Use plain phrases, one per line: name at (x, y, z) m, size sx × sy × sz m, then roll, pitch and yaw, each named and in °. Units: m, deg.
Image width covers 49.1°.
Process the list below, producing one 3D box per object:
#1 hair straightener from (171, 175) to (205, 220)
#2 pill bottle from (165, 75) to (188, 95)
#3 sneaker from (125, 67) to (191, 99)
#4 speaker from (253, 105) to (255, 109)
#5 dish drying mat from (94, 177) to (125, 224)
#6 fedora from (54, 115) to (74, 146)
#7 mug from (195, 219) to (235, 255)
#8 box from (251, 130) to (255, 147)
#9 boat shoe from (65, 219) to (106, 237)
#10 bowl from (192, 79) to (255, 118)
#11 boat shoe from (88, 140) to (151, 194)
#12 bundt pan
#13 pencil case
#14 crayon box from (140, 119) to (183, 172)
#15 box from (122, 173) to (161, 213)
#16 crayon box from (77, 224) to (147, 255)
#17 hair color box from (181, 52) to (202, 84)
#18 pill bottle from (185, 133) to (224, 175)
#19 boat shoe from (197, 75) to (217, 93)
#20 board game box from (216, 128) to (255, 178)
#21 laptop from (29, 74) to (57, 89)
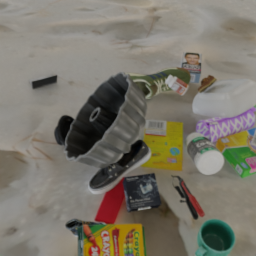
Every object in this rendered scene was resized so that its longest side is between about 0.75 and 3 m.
hair straightener at (1.443, 1.807, 7.287) m, size 0.262 × 0.493 × 1.280 m, roll -15°, pitch 66°, yaw -47°
pill bottle at (1.823, -1.619, 10.525) m, size 0.809 × 0.454 × 0.454 m, roll 34°, pitch 48°, yaw -4°
sneaker at (1.044, -1.638, 11.138) m, size 2.985 × 1.001 × 1.340 m, roll -3°, pitch 35°, yaw 4°
speaker at (5.662, -0.493, 10.193) m, size 0.911 × 0.911 × 2.060 m, roll -27°, pitch 50°, yaw -25°
dish drying mat at (-0.423, 2.052, 8.084) m, size 0.596 × 0.141 × 1.552 m, roll 5°, pitch 43°, yaw 20°
fedora at (-2.169, 0.187, 9.629) m, size 0.555 × 1.214 × 1.214 m, roll -20°, pitch 36°, yaw 29°
mug at (2.075, 2.816, 6.987) m, size 1.034 × 0.639 × 0.849 m, roll -4°, pitch 45°, yaw -4°
box at (4.503, -0.586, 8.547) m, size 0.506 × 2.614 × 0.542 m, roll 6°, pitch 14°, yaw -28°
boat shoe at (-1.070, 2.493, 6.985) m, size 1.076 × 0.489 × 0.381 m, roll -18°, pitch 40°, yaw 29°
bowl at (3.592, -1.192, 10.349) m, size 2.120 × 0.791 × 2.117 m, roll -30°, pitch 22°, yaw -24°
boat shoe at (-0.315, 1.097, 8.300) m, size 2.187 × 0.725 × 0.765 m, roll -32°, pitch 44°, yaw -4°
bundt pan at (-0.550, -0.100, 8.046) m, size 1.098 × 2.926 × 2.926 m, roll 36°, pitch 37°, yaw -27°
pencil case at (3.408, -0.142, 9.817) m, size 2.133 × 0.912 × 0.895 m, roll -18°, pitch 48°, yaw -19°
crayon box at (1.122, 0.651, 9.249) m, size 1.319 × 0.528 × 2.078 m, roll 6°, pitch 46°, yaw 6°
box at (0.368, 1.819, 7.871) m, size 0.894 × 0.534 × 0.909 m, roll -7°, pitch 65°, yaw -10°
crayon box at (-0.261, 2.812, 6.446) m, size 1.770 × 0.449 × 1.123 m, roll 8°, pitch 63°, yaw -26°
hair color box at (2.860, -2.771, 12.765) m, size 0.871 × 0.533 × 1.759 m, roll 8°, pitch 44°, yaw 9°
pill bottle at (2.314, 0.748, 8.746) m, size 0.816 × 0.816 × 1.442 m, roll -6°, pitch 25°, yaw -6°
boat shoe at (2.829, -1.625, 10.287) m, size 0.374 × 0.398 × 1.107 m, roll 46°, pitch 52°, yaw 9°
board game box at (4.154, 0.735, 9.289) m, size 1.920 × 0.387 × 1.469 m, roll -15°, pitch 46°, yaw -15°
laptop at (-3.676, -2.146, 12.034) m, size 1.082 × 0.669 × 1.155 m, roll -19°, pitch 48°, yaw -19°
